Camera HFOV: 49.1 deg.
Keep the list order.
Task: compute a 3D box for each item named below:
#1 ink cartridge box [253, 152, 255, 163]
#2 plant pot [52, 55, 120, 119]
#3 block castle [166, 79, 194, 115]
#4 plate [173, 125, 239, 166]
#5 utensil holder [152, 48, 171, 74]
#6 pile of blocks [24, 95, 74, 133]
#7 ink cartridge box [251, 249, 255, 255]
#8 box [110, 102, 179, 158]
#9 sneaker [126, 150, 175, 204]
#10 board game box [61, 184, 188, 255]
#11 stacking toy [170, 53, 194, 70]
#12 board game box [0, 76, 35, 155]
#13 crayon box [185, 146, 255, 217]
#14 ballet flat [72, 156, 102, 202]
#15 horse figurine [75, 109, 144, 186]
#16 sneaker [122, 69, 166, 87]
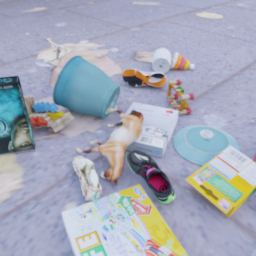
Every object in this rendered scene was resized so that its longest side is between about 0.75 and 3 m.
[{"bbox_3d":[4.098,0.811,6.172,1.456,0.823,1.988,-21,41,-26],"label":"ink cartridge box"},{"bbox_3d":[-1.118,-1.057,8.230,1.513,1.611,1.611,28,41,8],"label":"plant pot"},{"bbox_3d":[1.639,-0.948,8.672,0.525,0.747,1.118,-8,38,-15],"label":"block castle"},{"bbox_3d":[2.039,0.366,7.316,1.706,0.218,1.706,0,36,0],"label":"plate"},{"bbox_3d":[1.305,-2.606,10.985,0.743,0.743,0.874,5,39,7],"label":"utensil holder"},{"bbox_3d":[-2.608,-0.377,7.664,2.134,0.876,0.663,5,21,5],"label":"pile of blocks"},{"bbox_3d":[2.477,2.176,4.464,0.825,0.599,0.361,8,43,10],"label":"ink cartridge box"},{"bbox_3d":[0.496,-0.014,7.702,1.419,0.375,1.820,12,39,16],"label":"box"},{"bbox_3d":[0.492,0.930,5.958,0.550,0.601,1.434,-37,60,-15],"label":"sneaker"},{"bbox_3d":[0.027,2.154,4.663,1.644,0.419,2.446,-16,39,-21],"label":"board game box"},{"bbox_3d":[2.181,-2.511,11.100,0.937,0.685,0.685,19,36,-6],"label":"stacking toy"},{"bbox_3d":[-3.822,-0.105,6.490,2.889,1.954,0.407,-8,35,-10],"label":"board game box"},{"bbox_3d":[2.082,1.145,5.973,1.647,0.425,1.036,-26,50,-32],"label":"crayon box"},{"bbox_3d":[-0.859,1.007,6.132,0.517,0.437,1.368,6,35,-34],"label":"ballet flat"},{"bbox_3d":[-0.268,0.220,6.902,1.472,0.554,2.222,15,54,40],"label":"horse figurine"},{"bbox_3d":[0.595,-1.762,10.026,1.619,0.613,0.745,12,14,13],"label":"sneaker"}]
